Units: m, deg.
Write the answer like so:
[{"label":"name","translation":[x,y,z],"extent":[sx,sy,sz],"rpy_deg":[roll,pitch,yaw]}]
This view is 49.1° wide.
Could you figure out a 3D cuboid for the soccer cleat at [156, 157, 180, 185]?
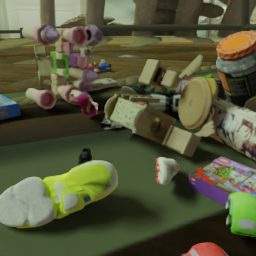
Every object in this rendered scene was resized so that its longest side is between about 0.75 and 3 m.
[{"label":"soccer cleat","translation":[0.719,0.736,5.030],"extent":[0.434,0.387,1.118],"rpy_deg":[2,7,5]}]

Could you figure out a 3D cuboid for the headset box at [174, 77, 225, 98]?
[{"label":"headset box","translation":[2.557,-1.453,10.018],"extent":[1.281,0.646,1.723],"rpy_deg":[-1,13,-11]}]

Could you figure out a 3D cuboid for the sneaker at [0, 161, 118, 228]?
[{"label":"sneaker","translation":[-1.019,1.077,4.439],"extent":[1.887,0.714,0.991],"rpy_deg":[-16,-15,2]}]

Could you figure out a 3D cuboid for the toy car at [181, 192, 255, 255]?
[{"label":"toy car","translation":[1.493,1.351,3.524],"extent":[1.742,0.388,1.639],"rpy_deg":[5,33,13]}]

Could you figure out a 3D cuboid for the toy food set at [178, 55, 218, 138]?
[{"label":"toy food set","translation":[1.649,-0.574,6.593],"extent":[0.390,1.942,1.341],"rpy_deg":[7,-23,-21]}]

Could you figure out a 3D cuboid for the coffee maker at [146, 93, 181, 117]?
[{"label":"coffee maker","translation":[1.148,-0.749,8.637],"extent":[1.158,0.780,1.113],"rpy_deg":[3,20,5]}]

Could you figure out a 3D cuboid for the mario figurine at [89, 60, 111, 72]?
[{"label":"mario figurine","translation":[-1.564,-3.459,15.612],"extent":[1.257,0.666,0.776],"rpy_deg":[-1,20,-7]}]

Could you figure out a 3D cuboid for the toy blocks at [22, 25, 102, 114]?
[{"label":"toy blocks","translation":[-1.659,-2.059,9.336],"extent":[2.392,2.655,2.841],"rpy_deg":[20,26,39]}]

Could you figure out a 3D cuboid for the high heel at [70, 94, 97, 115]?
[{"label":"high heel","translation":[-1.105,-0.664,8.203],"extent":[0.614,0.431,1.279],"rpy_deg":[1,-19,25]}]

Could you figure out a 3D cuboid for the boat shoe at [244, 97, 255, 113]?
[{"label":"boat shoe","translation":[4.577,-0.546,7.190],"extent":[2.881,1.036,0.979],"rpy_deg":[-1,14,37]}]

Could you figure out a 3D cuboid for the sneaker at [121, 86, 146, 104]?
[{"label":"sneaker","translation":[0.213,-1.258,9.867],"extent":[1.054,0.373,0.523],"rpy_deg":[25,38,-22]}]

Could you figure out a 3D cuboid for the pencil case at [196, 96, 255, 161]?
[{"label":"pencil case","translation":[2.489,-0.053,6.343],"extent":[1.011,1.162,2.598],"rpy_deg":[-43,33,-7]}]

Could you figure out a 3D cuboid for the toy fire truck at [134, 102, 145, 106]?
[{"label":"toy fire truck","translation":[0.419,-0.357,8.064],"extent":[1.269,0.439,1.800],"rpy_deg":[8,20,12]}]

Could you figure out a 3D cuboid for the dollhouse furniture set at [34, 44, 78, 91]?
[{"label":"dollhouse furniture set","translation":[-2.912,-2.468,11.304],"extent":[1.464,0.920,1.656],"rpy_deg":[-8,61,-18]}]

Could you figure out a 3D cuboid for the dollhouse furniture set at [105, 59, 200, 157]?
[{"label":"dollhouse furniture set","translation":[0.700,-0.662,6.362],"extent":[1.166,1.854,2.097],"rpy_deg":[22,2,-39]}]

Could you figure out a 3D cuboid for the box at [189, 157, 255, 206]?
[{"label":"box","translation":[1.960,1.021,4.813],"extent":[1.025,0.293,1.498],"rpy_deg":[-18,28,-38]}]

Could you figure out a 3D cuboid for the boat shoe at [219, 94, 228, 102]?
[{"label":"boat shoe","translation":[3.358,-1.205,10.345],"extent":[0.323,0.270,0.903],"rpy_deg":[-32,27,-5]}]

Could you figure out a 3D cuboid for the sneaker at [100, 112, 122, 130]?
[{"label":"sneaker","translation":[-0.628,-0.199,7.854],"extent":[0.530,0.345,0.918],"rpy_deg":[-21,30,-36]}]

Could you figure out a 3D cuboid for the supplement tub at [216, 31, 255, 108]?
[{"label":"supplement tub","translation":[3.449,-1.541,8.216],"extent":[1.390,2.268,1.390],"rpy_deg":[-21,36,16]}]

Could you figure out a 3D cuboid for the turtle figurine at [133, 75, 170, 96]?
[{"label":"turtle figurine","translation":[0.967,-1.681,11.059],"extent":[1.203,0.809,1.607],"rpy_deg":[14,32,32]}]

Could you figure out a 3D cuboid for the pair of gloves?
[{"label":"pair of gloves","translation":[-2.054,-2.085,12.445],"extent":[2.223,0.458,2.615],"rpy_deg":[-14,30,-42]}]

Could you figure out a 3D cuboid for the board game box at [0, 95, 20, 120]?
[{"label":"board game box","translation":[-4.504,-0.642,8.809],"extent":[1.464,0.433,1.925],"rpy_deg":[-18,28,-39]}]

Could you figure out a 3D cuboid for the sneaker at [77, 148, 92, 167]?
[{"label":"sneaker","translation":[-0.897,0.689,5.543],"extent":[0.328,0.380,0.867],"rpy_deg":[-1,22,-2]}]
